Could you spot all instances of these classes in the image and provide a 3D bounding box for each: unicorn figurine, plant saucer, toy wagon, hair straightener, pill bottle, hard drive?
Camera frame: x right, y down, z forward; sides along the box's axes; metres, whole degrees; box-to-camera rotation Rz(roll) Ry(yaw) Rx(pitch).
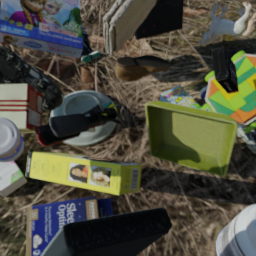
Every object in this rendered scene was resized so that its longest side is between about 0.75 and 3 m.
[{"bbox_3d":[2.950,-3.159,8.653,1.887,1.296,0.697,16,10,40],"label":"unicorn figurine"},{"bbox_3d":[-1.588,-0.530,9.898,2.425,0.609,2.425,0,56,0],"label":"plant saucer"},{"bbox_3d":[3.019,-0.837,7.865,2.578,0.510,2.000,-36,76,13],"label":"toy wagon"},{"bbox_3d":[-0.815,-0.157,6.786,2.778,1.069,0.568,-9,72,-54],"label":"hair straightener"},{"bbox_3d":[-2.093,0.249,4.707,0.620,1.106,0.620,4,76,-14],"label":"pill bottle"},{"bbox_3d":[3.100,2.667,6.591,1.455,2.557,1.455,0,56,0],"label":"pill bottle"},{"bbox_3d":[-0.617,2.163,4.678,1.753,2.511,0.413,2,50,-34],"label":"hard drive"},{"bbox_3d":[1.531,0.185,6.920,2.080,2.083,0.499,14,52,21],"label":"plant saucer"}]

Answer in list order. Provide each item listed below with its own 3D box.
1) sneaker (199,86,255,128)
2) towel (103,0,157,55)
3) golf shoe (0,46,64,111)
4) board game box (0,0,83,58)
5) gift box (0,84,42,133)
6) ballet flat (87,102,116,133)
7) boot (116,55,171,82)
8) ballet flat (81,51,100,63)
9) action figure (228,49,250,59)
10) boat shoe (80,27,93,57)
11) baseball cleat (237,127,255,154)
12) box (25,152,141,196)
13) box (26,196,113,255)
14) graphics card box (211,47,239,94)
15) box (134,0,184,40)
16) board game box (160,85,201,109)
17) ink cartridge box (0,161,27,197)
[{"bbox_3d":[3.621,-0.734,9.786,2.093,0.843,1.533,8,44,-2],"label":"sneaker"},{"bbox_3d":[0.177,-3.257,7.617,0.437,1.679,2.533,34,79,5],"label":"towel"},{"bbox_3d":[-2.774,-1.300,7.697,2.384,1.127,0.927,40,97,2],"label":"golf shoe"},{"bbox_3d":[-2.387,-3.117,7.812,2.149,0.442,2.144,5,63,-26],"label":"board game box"},{"bbox_3d":[-2.567,-0.333,6.177,1.111,1.190,1.098,0,79,1],"label":"gift box"},{"bbox_3d":[-0.971,-0.178,8.106,1.554,0.521,0.519,-34,18,-16],"label":"ballet flat"},{"bbox_3d":[0.437,-1.728,8.233,1.652,0.623,0.608,-4,45,-14],"label":"boot"},{"bbox_3d":[-1.603,-2.989,11.749,0.899,0.312,0.312,-29,61,-23],"label":"ballet flat"},{"bbox_3d":[4.378,-2.256,10.804,1.215,1.043,2.044,11,55,-6],"label":"action figure"},{"bbox_3d":[-1.524,-3.008,9.184,0.485,1.414,0.595,-7,60,8],"label":"boat shoe"},{"bbox_3d":[4.164,0.362,9.431,0.595,0.390,1.118,-24,61,-15],"label":"baseball cleat"},{"bbox_3d":[-1.101,1.013,6.661,2.695,1.014,0.675,3,85,28],"label":"box"},{"bbox_3d":[-1.597,2.757,7.857,2.398,0.389,1.453,-8,57,-7],"label":"box"},{"bbox_3d":[2.252,-1.290,6.455,0.295,1.161,0.729,-10,75,30],"label":"graphics card box"},{"bbox_3d":[0.798,-4.691,9.260,1.776,2.905,1.541,-15,54,-2],"label":"box"},{"bbox_3d":[1.911,-0.529,9.726,0.856,0.871,1.662,-27,61,-18],"label":"board game box"},{"bbox_3d":[-3.898,1.329,8.730,0.833,0.479,1.423,-35,63,-21],"label":"ink cartridge box"}]
